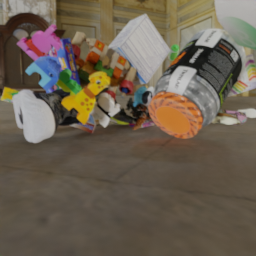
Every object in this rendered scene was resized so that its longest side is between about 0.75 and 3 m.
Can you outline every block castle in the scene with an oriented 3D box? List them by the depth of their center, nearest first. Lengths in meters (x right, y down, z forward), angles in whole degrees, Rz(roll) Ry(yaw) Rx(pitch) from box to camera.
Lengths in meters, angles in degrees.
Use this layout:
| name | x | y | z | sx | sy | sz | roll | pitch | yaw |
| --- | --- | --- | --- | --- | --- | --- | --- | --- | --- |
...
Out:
| name | x | y | z | sx | sy | sz | roll | pitch | yaw |
| --- | --- | --- | --- | --- | --- | --- | --- | --- | --- |
| block castle | -1.035 | -1.673 | 8.626 | 2.350 | 1.102 | 1.570 | 30 | -26 | -26 |

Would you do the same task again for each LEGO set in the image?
| name | x | y | z | sx | sy | sz | roll | pitch | yaw |
| --- | --- | --- | --- | --- | --- | --- | --- | --- | --- |
| LEGO set | -0.997 | -1.012 | 5.771 | 1.069 | 2.605 | 0.994 | -37 | 25 | 18 |

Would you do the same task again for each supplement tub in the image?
| name | x | y | z | sx | sy | sz | roll | pitch | yaw |
| --- | --- | --- | --- | --- | --- | --- | --- | --- | --- |
| supplement tub | 1.862 | -1.212 | 7.614 | 1.779 | 1.779 | 2.903 | 7 | 49 | 42 |

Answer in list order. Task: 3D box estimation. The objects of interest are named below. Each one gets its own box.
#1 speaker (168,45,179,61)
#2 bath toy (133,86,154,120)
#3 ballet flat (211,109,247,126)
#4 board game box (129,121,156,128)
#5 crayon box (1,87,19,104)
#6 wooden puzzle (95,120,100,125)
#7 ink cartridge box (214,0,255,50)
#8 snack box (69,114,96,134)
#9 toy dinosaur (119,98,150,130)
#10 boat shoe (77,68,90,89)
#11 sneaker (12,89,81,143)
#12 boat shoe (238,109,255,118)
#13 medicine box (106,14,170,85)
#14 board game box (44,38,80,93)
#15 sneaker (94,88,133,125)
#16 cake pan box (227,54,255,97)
| name | x | y | z | sx | sy | sz | roll | pitch | yaw |
| --- | --- | --- | --- | --- | --- | --- | --- | --- | --- |
| speaker | 1.890 | -3.119 | 11.659 | 0.365 | 0.365 | 0.825 | 0 | -15 | -1 |
| bath toy | 1.095 | -0.617 | 9.588 | 1.010 | 1.188 | 2.732 | -44 | 31 | -10 |
| ballet flat | 3.493 | -0.366 | 10.427 | 1.696 | 0.586 | 0.603 | 8 | 31 | 42 |
| board game box | 0.539 | -0.139 | 10.013 | 0.589 | 0.159 | 0.982 | 9 | 12 | 33 |
| crayon box | -3.743 | -1.008 | 9.585 | 1.054 | 0.356 | 1.221 | 17 | -8 | -25 |
| wooden puzzle | -1.384 | -0.143 | 10.036 | 0.947 | 0.164 | 1.404 | -1 | 7 | 22 |
| ink cartridge box | 2.544 | -2.375 | 5.445 | 2.919 | 0.731 | 2.349 | 24 | 13 | -37 |
| snack box | -1.700 | -0.579 | 9.344 | 0.980 | 0.331 | 2.727 | 22 | 14 | -19 |
| toy dinosaur | 0.293 | -0.433 | 8.872 | 0.953 | 0.717 | 1.404 | 31 | 15 | -12 |
| boat shoe | -1.810 | -1.561 | 9.434 | 0.656 | 0.741 | 2.023 | -12 | 21 | 30 |
| sneaker | -1.724 | -0.438 | 6.644 | 1.652 | 1.096 | 2.903 | -11 | 13 | -27 |
| boat shoe | 5.585 | -0.658 | 12.912 | 0.396 | 0.416 | 1.156 | -5 | 0 | -25 |
| medicine box | 0.341 | -2.576 | 9.404 | 0.879 | 1.556 | 1.709 | 2 | 51 | 53 |
| board game box | -1.909 | -1.605 | 7.641 | 1.009 | 1.501 | 0.336 | 3 | 24 | 28 |
| sneaker | -0.714 | -0.909 | 10.075 | 2.265 | 0.917 | 0.837 | 36 | 13 | 7 |
| cake pan box | 3.850 | -1.827 | 9.843 | 1.301 | 1.198 | 0.340 | -16 | 5 | -3 |
